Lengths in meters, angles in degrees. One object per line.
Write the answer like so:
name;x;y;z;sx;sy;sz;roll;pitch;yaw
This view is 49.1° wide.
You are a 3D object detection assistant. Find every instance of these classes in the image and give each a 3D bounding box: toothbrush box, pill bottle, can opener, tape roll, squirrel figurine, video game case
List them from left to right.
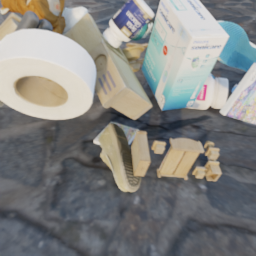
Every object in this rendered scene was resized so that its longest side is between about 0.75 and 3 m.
can opener;-2.308;-1.309;5.475;0.578;2.168;0.725;19;27;-48
squirrel figurine;-3.008;-3.678;8.818;1.894;2.029;1.436;9;59;17
tape roll;-1.315;-0.760;4.407;1.588;1.588;0.555;3;61;3
video game case;-0.376;0.277;9.291;1.090;0.137;1.198;16;39;21
pill bottle;-0.020;-2.214;5.920;1.057;0.587;0.587;-40;24;22
toothbrush box;1.102;-1.587;6.149;0.852;1.997;1.462;-8;55;-20
pill bottle;2.427;-1.401;10.582;2.387;1.353;1.353;6;36;8
video game case;2.884;-0.682;6.295;1.688;1.209;0.152;9;30;-41

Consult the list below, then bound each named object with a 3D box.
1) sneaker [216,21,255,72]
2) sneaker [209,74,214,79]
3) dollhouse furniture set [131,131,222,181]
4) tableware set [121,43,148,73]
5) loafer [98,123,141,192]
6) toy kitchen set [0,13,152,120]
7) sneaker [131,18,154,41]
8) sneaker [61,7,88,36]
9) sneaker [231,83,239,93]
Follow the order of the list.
sneaker;2.766;-2.132;7.596;2.472;0.946;0.998;16;17;-41
sneaker;2.545;-2.058;11.928;2.280;0.872;0.921;-6;36;-10
dollhouse furniture set;1.378;0.619;7.488;2.337;1.211;1.035;7;43;-12
tableware set;0.043;-2.073;8.755;2.323;0.323;2.781;-15;0;-45
loafer;-0.290;0.890;7.920;0.860;0.776;2.273;30;30;-40
toy kitchen set;-1.588;-0.957;6.217;2.820;2.301;2.544;-37;57;18
sneaker;0.528;-3.960;10.738;1.188;1.061;2.972;28;31;-21
sneaker;-2.540;-3.883;10.135;2.448;0.985;0.935;-10;46;32
sneaker;4.985;-1.014;10.429;1.130;1.016;2.747;-14;33;-11
